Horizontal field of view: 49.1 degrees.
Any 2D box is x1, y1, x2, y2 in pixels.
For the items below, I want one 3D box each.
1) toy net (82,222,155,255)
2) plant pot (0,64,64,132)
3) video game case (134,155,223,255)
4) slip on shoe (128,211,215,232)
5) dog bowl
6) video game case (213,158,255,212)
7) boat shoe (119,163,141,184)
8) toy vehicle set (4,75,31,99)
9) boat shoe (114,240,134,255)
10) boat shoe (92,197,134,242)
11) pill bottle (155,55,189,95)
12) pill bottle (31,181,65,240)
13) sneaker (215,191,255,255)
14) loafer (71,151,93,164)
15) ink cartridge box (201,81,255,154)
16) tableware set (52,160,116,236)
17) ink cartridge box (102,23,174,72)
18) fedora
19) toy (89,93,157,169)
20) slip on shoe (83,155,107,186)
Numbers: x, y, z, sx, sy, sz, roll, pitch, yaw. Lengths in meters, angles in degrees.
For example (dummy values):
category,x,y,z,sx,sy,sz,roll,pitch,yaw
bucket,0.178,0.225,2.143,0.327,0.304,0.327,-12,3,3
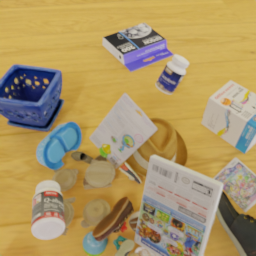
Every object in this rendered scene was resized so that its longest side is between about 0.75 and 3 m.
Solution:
category,x,y,z,sx,sy,sz,roll,pitch,yaw
toy net,-0.079,3.352,7.814,2.336,0.451,1.226,24,40,16
plant pot,-3.620,-1.021,10.558,2.010,1.807,2.010,9,51,8
video game case,1.138,2.200,7.018,1.870,2.612,0.235,21,20,32
slip on shoe,1.212,2.487,7.959,2.436,0.926,0.738,-19,16,22
dog bowl,-2.377,0.579,9.657,0.482,1.085,1.946,2,37,33
video game case,3.488,1.730,8.717,1.032,0.130,1.441,-47,43,8
boat shoe,0.085,1.519,9.043,0.296,0.945,0.337,-41,25,0
toy vehicle set,-5.060,-1.732,12.191,1.048,0.224,1.687,15,51,12
boat shoe,-0.127,3.299,7.415,0.305,0.268,0.857,27,29,21
boat shoe,-0.340,2.619,7.814,0.562,0.562,1.597,-13,18,43
pill bottle,1.796,-2.153,11.355,0.850,1.470,0.850,21,32,-14
pill bottle,-2.162,2.169,7.561,0.831,0.831,1.435,-11,38,-9
sneaker,3.419,2.632,7.668,1.346,0.948,2.535,-39,58,21
loafer,-1.631,0.987,9.731,0.921,0.311,0.350,10,63,26
ink cartridge box,4.017,-0.435,10.275,1.484,1.458,2.016,-36,58,-26
tableware set,-1.480,2.052,8.640,2.123,0.295,2.542,-3,49,5
ink cartridge box,0.496,-4.094,13.971,2.653,0.581,2.678,-26,56,-21
fedora,0.968,0.477,9.695,2.592,1.057,2.592,3,51,-4
toy,-0.150,0.123,9.094,1.452,2.522,0.595,48,39,6
slip on shoe,-1.114,1.398,9.428,0.515,0.410,1.353,20,53,16
